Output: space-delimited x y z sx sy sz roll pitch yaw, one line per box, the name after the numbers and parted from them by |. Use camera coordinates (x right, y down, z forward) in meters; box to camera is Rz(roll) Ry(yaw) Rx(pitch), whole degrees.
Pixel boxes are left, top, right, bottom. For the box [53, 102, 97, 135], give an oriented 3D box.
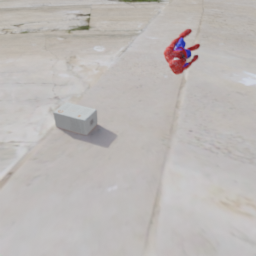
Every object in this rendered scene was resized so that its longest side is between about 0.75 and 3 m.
-1.851 -0.341 9.936 1.304 0.635 0.811 15 37 20 | box

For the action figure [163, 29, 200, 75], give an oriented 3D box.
1.359 -1.908 6.947 0.610 0.772 2.359 -19 22 33 | action figure
